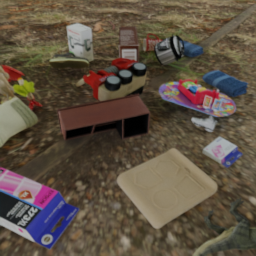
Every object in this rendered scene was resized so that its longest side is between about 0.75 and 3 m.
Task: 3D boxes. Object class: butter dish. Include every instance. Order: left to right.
[{"bbox_3d":[-4.850,-2.184,11.589,0.773,0.572,0.771,24,-1,30],"label":"butter dish"}]

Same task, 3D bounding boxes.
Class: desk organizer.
[{"bbox_3d":[-0.720,-0.174,8.595,2.640,0.947,1.016,-12,41,-16],"label":"desk organizer"}]

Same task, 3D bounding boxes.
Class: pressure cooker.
[{"bbox_3d":[1.920,-3.500,12.527,1.247,1.096,1.114,-15,21,33],"label":"pressure cooker"}]

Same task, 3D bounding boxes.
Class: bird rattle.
[{"bbox_3d":[-3.464,-1.235,9.755,0.671,1.192,0.971,-34,59,-8],"label":"bird rattle"}]

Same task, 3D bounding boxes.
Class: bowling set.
[{"bbox_3d":[-5.043,-1.422,10.339,1.477,1.139,2.122,-32,45,0],"label":"bowling set"}]

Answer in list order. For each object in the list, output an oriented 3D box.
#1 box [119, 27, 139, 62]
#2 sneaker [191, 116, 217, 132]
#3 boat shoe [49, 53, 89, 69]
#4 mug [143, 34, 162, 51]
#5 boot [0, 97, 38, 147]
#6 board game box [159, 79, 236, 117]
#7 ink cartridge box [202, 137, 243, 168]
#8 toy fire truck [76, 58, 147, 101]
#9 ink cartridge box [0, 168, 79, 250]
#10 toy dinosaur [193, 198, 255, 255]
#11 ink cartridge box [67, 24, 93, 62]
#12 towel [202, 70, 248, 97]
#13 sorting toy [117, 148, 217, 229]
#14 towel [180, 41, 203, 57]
[{"bbox_3d":[0.005,-3.709,12.982,0.923,1.233,2.462,0,37,1],"label":"box"},{"bbox_3d":[2.432,-0.218,8.899,0.767,0.441,0.288,30,38,8],"label":"sneaker"},{"bbox_3d":[-2.581,-3.004,12.278,1.909,0.682,0.627,3,71,20],"label":"boat shoe"},{"bbox_3d":[1.290,-4.274,14.140,0.907,0.805,0.605,-3,49,-12],"label":"mug"},{"bbox_3d":[-4.455,-0.320,8.732,2.712,0.977,2.097,26,45,21],"label":"boot"},{"bbox_3d":[2.476,-1.292,9.787,2.717,0.529,2.147,21,33,18],"label":"board game box"},{"bbox_3d":[2.735,0.679,8.065,0.827,0.182,0.843,-30,46,-31],"label":"ink cartridge box"},{"bbox_3d":[-0.803,-1.851,10.583,2.406,1.548,2.118,36,50,25],"label":"toy fire truck"},{"bbox_3d":[-2.441,1.771,6.469,2.397,0.444,1.135,18,41,19],"label":"ink cartridge box"},{"bbox_3d":[2.199,2.154,5.878,2.423,0.575,1.068,-10,45,-8],"label":"toy dinosaur"},{"bbox_3d":[-2.238,-3.942,13.055,1.105,1.514,0.636,30,46,34],"label":"ink cartridge box"},{"bbox_3d":[3.841,-1.817,11.180,0.937,0.407,1.678,-21,42,-24],"label":"towel"},{"bbox_3d":[0.942,1.437,7.008,1.901,0.347,1.760,-25,44,-23],"label":"sorting toy"},{"bbox_3d":[2.812,-3.968,14.003,0.961,0.418,1.721,-26,45,-33],"label":"towel"}]
